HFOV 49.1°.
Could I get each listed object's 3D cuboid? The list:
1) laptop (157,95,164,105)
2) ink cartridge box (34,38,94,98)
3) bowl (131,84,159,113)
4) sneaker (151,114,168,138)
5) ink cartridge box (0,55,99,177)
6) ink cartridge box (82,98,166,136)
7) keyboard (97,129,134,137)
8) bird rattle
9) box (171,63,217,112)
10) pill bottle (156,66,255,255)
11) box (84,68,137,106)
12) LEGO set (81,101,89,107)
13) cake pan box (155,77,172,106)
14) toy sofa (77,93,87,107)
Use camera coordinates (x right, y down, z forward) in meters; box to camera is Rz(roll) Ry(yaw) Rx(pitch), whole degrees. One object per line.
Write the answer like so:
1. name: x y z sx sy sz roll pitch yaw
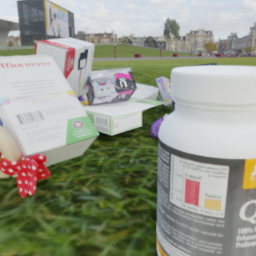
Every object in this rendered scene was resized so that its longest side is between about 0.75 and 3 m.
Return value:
1. laptop: 1.936 -1.420 14.530 0.772 0.447 0.723 0 17 0
2. ink cartridge box: -2.388 -2.210 10.699 1.201 2.113 2.900 15 22 7
3. bowl: -0.226 -1.233 12.494 2.640 0.985 2.636 15 27 29
4. sneaker: 1.084 0.188 9.010 0.763 0.737 1.828 -24 14 13
5. ink cartridge box: -2.390 -0.442 7.170 2.021 2.781 1.217 -17 -21 -44
6. ink cartridge box: -0.251 -0.508 9.805 1.984 0.654 2.726 14 21 42
7. keyboard: -1.265 0.086 9.573 2.861 0.367 1.718 -6 15 -16
8. bird rattle: -2.715 0.612 5.663 2.139 1.744 1.205 1 34 33
9. box: 2.396 -1.019 9.786 1.321 1.522 2.303 0 40 22
10. pill bottle: 1.162 0.594 3.676 1.562 2.684 1.562 -1 17 0
11. box: -0.620 -1.399 9.656 1.527 0.876 1.009 -11 -17 -24
12. LEGO set: -1.379 -0.912 10.576 0.685 0.555 1.490 8 38 12
13. cake pan box: 1.787 -1.660 12.997 0.372 1.311 1.424 -18 -4 21
14. toy sofa: -2.023 -0.822 11.586 1.128 0.958 2.312 -3 17 -15
